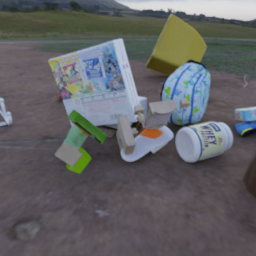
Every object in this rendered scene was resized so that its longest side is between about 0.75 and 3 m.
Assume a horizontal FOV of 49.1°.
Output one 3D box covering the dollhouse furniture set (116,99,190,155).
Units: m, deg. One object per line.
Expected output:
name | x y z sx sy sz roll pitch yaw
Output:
dollhouse furniture set | 0.713 0.098 7.735 1.877 1.601 0.917 -9 64 -13

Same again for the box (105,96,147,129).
box | -0.352 -0.648 10.256 1.305 0.912 1.714 -22 27 -41

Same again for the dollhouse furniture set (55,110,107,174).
dollhouse furniture set | -1.546 0.215 7.345 0.948 1.237 1.889 40 -6 -28

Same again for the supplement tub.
supplement tub | 2.143 0.371 7.906 1.360 0.986 0.986 -11 25 -24

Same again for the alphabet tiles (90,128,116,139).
alphabet tiles | -0.860 0.212 9.515 0.697 0.031 0.834 7 25 15

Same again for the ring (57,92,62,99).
ring | -2.291 -2.025 13.098 2.420 0.232 2.420 -28 8 4

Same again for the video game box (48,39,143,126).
video game box | -1.058 -1.273 8.840 2.653 2.417 0.621 -4 23 33

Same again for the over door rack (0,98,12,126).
over door rack | -5.727 -0.615 10.439 1.992 0.898 2.696 -15 27 -34

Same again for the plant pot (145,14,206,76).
plant pot | 3.021 -4.611 17.096 2.829 2.766 2.747 25 -3 -3

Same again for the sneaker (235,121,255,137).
sneaker | 4.268 -0.075 9.534 1.360 0.448 0.533 -10 47 -18

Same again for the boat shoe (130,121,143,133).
boat shoe | 0.325 -0.146 9.142 0.327 0.969 0.349 -7 48 -29

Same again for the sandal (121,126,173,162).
sandal | 0.493 0.488 8.150 1.839 0.527 0.705 -28 65 -29

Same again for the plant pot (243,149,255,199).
plant pot | 3.609 0.608 6.262 1.708 1.828 1.708 0 22 0

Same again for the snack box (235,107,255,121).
snack box | 4.987 -0.566 9.648 2.215 0.411 1.287 -6 3 7

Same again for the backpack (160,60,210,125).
backpack | 2.027 -1.117 9.955 1.989 2.110 2.587 25 32 33
